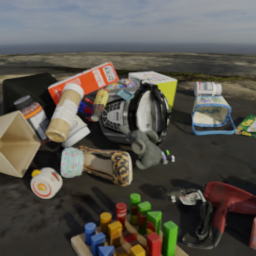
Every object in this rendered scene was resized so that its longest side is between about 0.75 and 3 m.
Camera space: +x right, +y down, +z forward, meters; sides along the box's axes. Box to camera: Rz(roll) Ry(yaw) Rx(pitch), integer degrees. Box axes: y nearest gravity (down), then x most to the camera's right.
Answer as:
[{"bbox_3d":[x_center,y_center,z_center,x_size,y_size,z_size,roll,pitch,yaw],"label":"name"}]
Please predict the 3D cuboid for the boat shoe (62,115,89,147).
[{"bbox_3d":[-2.078,-0.114,9.837,1.014,1.171,2.746,-35,11,-5],"label":"boat shoe"}]

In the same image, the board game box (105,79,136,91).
[{"bbox_3d":[-0.402,-1.279,12.753,2.030,0.500,2.569,-33,57,0],"label":"board game box"}]

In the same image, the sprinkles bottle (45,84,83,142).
[{"bbox_3d":[-1.900,-0.484,8.509,0.632,0.632,1.853,5,55,12],"label":"sprinkles bottle"}]

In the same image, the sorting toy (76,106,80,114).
[{"bbox_3d":[-2.878,-0.848,14.169,1.151,0.615,1.036,-13,2,13],"label":"sorting toy"}]

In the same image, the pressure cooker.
[{"bbox_3d":[0.359,-0.481,10.299,2.495,2.194,2.228,4,54,41],"label":"pressure cooker"}]

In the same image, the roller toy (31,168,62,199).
[{"bbox_3d":[-2.206,1.494,7.531,0.720,0.789,0.551,10,25,11],"label":"roller toy"}]

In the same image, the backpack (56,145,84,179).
[{"bbox_3d":[-1.587,0.935,7.694,0.728,0.960,1.150,-4,-3,-10],"label":"backpack"}]

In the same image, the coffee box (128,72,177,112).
[{"bbox_3d":[1.157,-1.748,14.384,1.803,1.806,1.786,-15,33,-41],"label":"coffee box"}]

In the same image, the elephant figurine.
[{"bbox_3d":[0.426,0.492,8.644,1.104,1.423,1.007,-21,13,8],"label":"elephant figurine"}]

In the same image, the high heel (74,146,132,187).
[{"bbox_3d":[-1.001,1.119,8.064,1.996,1.000,2.801,0,7,-12],"label":"high heel"}]

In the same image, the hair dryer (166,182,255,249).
[{"bbox_3d":[2.188,2.028,6.657,2.366,0.643,1.802,-10,37,-9],"label":"hair dryer"}]

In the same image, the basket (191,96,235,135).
[{"bbox_3d":[3.562,-0.489,12.176,1.729,1.364,1.961,-1,51,1],"label":"basket"}]

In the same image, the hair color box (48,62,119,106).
[{"bbox_3d":[-1.655,-1.645,10.376,2.387,0.763,1.324,-25,15,-5],"label":"hair color box"}]

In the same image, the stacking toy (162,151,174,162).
[{"bbox_3d":[1.220,0.977,9.755,0.572,0.178,0.759,-3,20,-9],"label":"stacking toy"}]

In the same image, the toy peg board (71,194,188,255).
[{"bbox_3d":[-0.012,2.156,5.557,1.748,0.858,1.755,-12,23,-32],"label":"toy peg board"}]

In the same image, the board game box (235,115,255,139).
[{"bbox_3d":[5.721,-0.064,12.442,1.277,0.286,2.438,11,23,33],"label":"board game box"}]

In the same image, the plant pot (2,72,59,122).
[{"bbox_3d":[-3.657,-0.814,11.863,2.061,2.323,2.318,26,30,27],"label":"plant pot"}]

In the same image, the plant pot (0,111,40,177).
[{"bbox_3d":[-3.896,0.530,8.742,1.315,1.486,1.484,-3,44,19],"label":"plant pot"}]

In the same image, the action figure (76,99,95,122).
[{"bbox_3d":[-2.262,-1.003,13.009,2.713,0.885,1.343,24,-6,5],"label":"action figure"}]

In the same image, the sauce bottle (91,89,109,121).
[{"bbox_3d":[-0.986,-0.799,9.646,0.417,0.417,1.264,4,52,10],"label":"sauce bottle"}]

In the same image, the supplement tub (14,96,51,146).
[{"bbox_3d":[-3.280,-0.258,9.760,0.888,1.660,0.888,-21,23,9],"label":"supplement tub"}]

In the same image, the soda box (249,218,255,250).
[{"bbox_3d":[3.596,1.973,6.253,0.803,0.746,2.347,19,28,41],"label":"soda box"}]

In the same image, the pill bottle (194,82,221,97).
[{"bbox_3d":[5.085,-2.449,17.915,1.533,0.917,0.917,2,20,2],"label":"pill bottle"}]

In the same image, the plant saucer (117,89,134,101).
[{"bbox_3d":[-0.096,-1.098,9.397,0.305,0.083,0.874,-38,32,-7],"label":"plant saucer"}]
